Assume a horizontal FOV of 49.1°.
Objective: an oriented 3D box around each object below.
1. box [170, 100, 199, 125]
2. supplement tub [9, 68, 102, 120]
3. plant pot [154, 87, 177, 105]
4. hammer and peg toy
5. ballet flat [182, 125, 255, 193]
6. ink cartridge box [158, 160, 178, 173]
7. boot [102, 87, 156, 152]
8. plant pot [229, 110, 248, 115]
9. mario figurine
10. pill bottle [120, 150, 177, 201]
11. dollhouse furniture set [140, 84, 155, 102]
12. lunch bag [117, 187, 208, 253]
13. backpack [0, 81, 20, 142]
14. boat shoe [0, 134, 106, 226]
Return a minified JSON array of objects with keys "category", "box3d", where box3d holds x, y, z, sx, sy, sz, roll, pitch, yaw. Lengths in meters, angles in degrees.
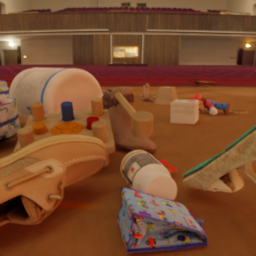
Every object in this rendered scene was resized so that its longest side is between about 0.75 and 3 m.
[{"category":"box","box3d":[2.007,-0.578,9.919,0.889,0.762,0.885,3,13,20]},{"category":"supplement tub","box3d":[-2.352,-0.950,8.943,1.916,1.916,2.904,-11,16,-41]},{"category":"plant pot","box3d":[2.015,-1.704,14.715,0.996,0.882,0.997,7,15,27]},{"category":"hammer and peg toy","box3d":[-0.870,0.046,5.853,2.603,0.918,1.915,-6,26,-7]},{"category":"ballet flat","box3d":[1.430,0.535,3.727,0.682,0.630,2.021,-15,-23,-33]},{"category":"ink cartridge box","box3d":[0.419,0.717,5.197,0.792,0.198,0.642,-15,16,-14]},{"category":"boot","box3d":[-0.071,-0.278,6.925,1.982,1.449,0.696,11,4,38]},{"category":"plant pot","box3d":[4.694,-0.684,11.925,0.792,0.109,0.792,1,12,0]},{"category":"mario figurine","box3d":[3.340,-0.817,11.797,1.701,0.902,1.050,14,-20,13]},{"category":"pill bottle","box3d":[0.289,0.761,4.239,0.612,0.612,1.051,-3,13,-15]},{"category":"dollhouse furniture set","box3d":[1.477,-2.060,16.043,1.392,0.988,1.103,-2,13,-8]},{"category":"lunch bag","box3d":[0.430,1.093,3.365,1.003,0.472,0.755,7,9,-11]},{"category":"backpack","box3d":[-4.052,-0.373,6.994,2.731,2.099,2.228,24,22,23]},{"category":"boat shoe","box3d":[-1.333,0.833,3.624,2.831,1.009,0.913,-14,56,-42]}]
